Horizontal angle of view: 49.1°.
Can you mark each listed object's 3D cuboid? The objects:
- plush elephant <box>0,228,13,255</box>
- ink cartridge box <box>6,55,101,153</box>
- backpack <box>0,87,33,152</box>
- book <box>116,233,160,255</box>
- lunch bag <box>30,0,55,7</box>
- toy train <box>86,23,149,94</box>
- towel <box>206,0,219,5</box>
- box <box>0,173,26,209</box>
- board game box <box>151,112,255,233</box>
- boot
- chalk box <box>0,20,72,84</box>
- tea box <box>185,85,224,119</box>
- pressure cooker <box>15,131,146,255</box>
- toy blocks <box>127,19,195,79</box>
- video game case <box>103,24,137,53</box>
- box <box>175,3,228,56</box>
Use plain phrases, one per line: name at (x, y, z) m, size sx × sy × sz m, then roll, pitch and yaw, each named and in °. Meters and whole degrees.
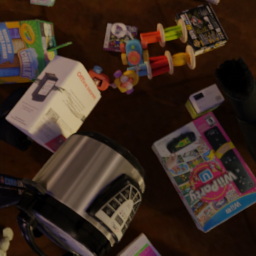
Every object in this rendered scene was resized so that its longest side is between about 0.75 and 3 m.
plush elephant at (-3.559, 3.057, 7.476) m, size 1.034 × 0.852 × 0.801 m, roll -26°, pitch 117°, yaw 25°
ink cartridge box at (-1.881, -0.590, 7.514) m, size 0.907 × 1.556 × 2.150 m, roll 24°, pitch 72°, yaw 27°
backpack at (-3.087, -0.316, 8.082) m, size 1.410 × 1.069 × 1.689 m, roll 29°, pitch 76°, yaw -6°
book at (0.537, 4.041, 7.357) m, size 1.355 × 0.488 × 2.029 m, roll -37°, pitch 79°, yaw -12°
lunch bag at (-2.829, -4.511, 9.358) m, size 0.764 × 0.547 × 0.897 m, roll 9°, pitch 78°, yaw 3°
toy train at (-0.367, -1.777, 8.152) m, size 1.649 × 0.611 × 2.196 m, roll 27°, pitch 119°, yaw -10°
towel at (2.763, -5.478, 9.677) m, size 1.582 × 0.411 × 2.387 m, roll 24°, pitch 78°, yaw 7°
box at (-4.159, 1.771, 6.667) m, size 2.814 × 2.793 × 0.699 m, roll -16°, pitch 75°, yaw -4°
board game box at (2.160, 1.178, 7.842) m, size 1.961 × 0.854 × 2.658 m, roll -29°, pitch 79°, yaw -6°
boot at (3.183, -0.363, 7.137) m, size 1.006 × 2.227 × 2.718 m, roll -26°, pitch 47°, yaw 19°
chalk box at (-2.915, -2.170, 7.993) m, size 2.568 × 1.603 × 1.592 m, roll -3°, pitch 108°, yaw 0°
tea box at (2.245, -0.755, 8.311) m, size 0.830 × 0.816 × 0.554 m, roll -25°, pitch 78°, yaw -6°
pressure cooker at (-1.141, 1.776, 6.623) m, size 2.434 × 2.472 × 2.767 m, roll 34°, pitch 60°, yaw 3°
toy blocks at (0.873, -2.404, 8.754) m, size 2.033 × 0.738 × 1.694 m, roll -13°, pitch 76°, yaw 0°
video game case at (-0.245, -2.924, 9.164) m, size 1.008 × 0.180 × 0.913 m, roll 8°, pitch 77°, yaw 2°
box at (2.374, -3.219, 9.145) m, size 1.186 × 0.366 × 1.485 m, roll -22°, pitch 77°, yaw -4°
